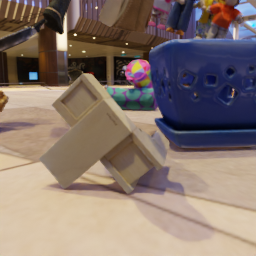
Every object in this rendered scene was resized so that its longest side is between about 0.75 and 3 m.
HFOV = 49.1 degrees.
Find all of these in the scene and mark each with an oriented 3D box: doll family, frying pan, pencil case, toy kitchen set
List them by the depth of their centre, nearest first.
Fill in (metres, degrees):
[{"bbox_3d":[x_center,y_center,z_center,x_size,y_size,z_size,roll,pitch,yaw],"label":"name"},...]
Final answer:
[{"bbox_3d":[-0.374,0.178,4.162,1.229,1.506,1.359,-40,0,16],"label":"toy kitchen set"},{"bbox_3d":[1.740,-3.173,7.329,2.512,1.559,1.132,21,20,9],"label":"doll family"},{"bbox_3d":[-3.325,-2.899,8.698,1.703,0.458,2.815,2,34,42],"label":"frying pan"},{"bbox_3d":[0.164,-1.397,12.823,2.477,1.054,1.145,3,43,14],"label":"pencil case"},{"bbox_3d":[0.769,-2.072,13.387,1.245,1.245,2.818,5,-20,26],"label":"pencil case"}]

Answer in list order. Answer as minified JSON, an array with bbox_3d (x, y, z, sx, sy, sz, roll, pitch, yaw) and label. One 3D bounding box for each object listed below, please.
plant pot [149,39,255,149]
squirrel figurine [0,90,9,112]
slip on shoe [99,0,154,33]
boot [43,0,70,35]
[{"bbox_3d":[1.783,-0.765,6.374,2.398,2.156,2.398,-1,11,-6],"label":"plant pot"},{"bbox_3d":[-4.361,-0.741,7.683,2.064,1.461,1.927,22,27,0],"label":"squirrel figurine"},{"bbox_3d":[0.346,-2.164,3.518,0.784,0.984,2.588,24,-31,-11],"label":"slip on shoe"},{"bbox_3d":[-1.759,-3.120,7.428,0.555,0.992,1.434,27,-4,-14],"label":"boot"}]
